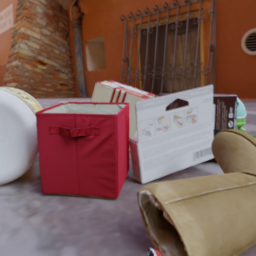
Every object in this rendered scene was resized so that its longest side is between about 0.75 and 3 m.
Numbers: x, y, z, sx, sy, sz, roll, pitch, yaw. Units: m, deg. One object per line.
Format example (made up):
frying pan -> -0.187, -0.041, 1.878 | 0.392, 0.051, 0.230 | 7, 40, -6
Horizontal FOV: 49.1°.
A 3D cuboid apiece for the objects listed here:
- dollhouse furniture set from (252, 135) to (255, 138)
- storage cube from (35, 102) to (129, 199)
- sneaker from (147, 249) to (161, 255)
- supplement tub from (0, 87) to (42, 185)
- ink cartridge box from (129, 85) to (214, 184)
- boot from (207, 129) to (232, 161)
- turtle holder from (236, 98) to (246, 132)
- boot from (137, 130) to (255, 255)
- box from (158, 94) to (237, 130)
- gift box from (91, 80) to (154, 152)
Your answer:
dollhouse furniture set -> 4.492, 0.570, 9.149 | 0.609, 0.470, 1.218 | -4, 10, -23
storage cube -> -0.856, 0.369, 5.991 | 1.598, 1.681, 1.870 | 2, 14, 8
sneaker -> 0.466, 1.641, 2.978 | 0.385, 0.349, 0.906 | 11, 10, -25
supplement tub -> -3.237, 0.043, 7.136 | 2.149, 2.149, 2.976 | -2, 9, -13
ink cartridge box -> 1.051, 0.085, 6.533 | 2.147, 1.892, 0.480 | -14, 19, -25
boot -> 3.056, 0.645, 7.517 | 2.554, 0.945, 2.093 | -6, 16, -31
turtle holder -> 4.547, -0.670, 13.535 | 2.226, 1.580, 1.691 | 1, 9, 6
boot -> 1.299, 0.842, 4.356 | 2.572, 0.851, 2.253 | -5, 33, -27
box -> 2.403, -0.300, 10.135 | 1.867, 1.886, 2.273 | -3, 9, -21
gift box -> -0.450, -0.462, 10.091 | 2.271, 2.121, 2.096 | 20, 15, 14
